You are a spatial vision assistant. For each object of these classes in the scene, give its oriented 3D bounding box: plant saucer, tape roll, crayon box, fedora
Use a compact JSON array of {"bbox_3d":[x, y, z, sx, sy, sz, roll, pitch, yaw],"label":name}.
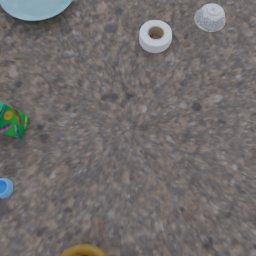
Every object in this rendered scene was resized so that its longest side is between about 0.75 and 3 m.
[{"bbox_3d":[-3.236,-4.829,10.165,2.730,0.526,2.730,0,70,-1],"label":"plant saucer"},{"bbox_3d":[0.938,-3.138,9.614,1.100,0.385,1.100,0,69,0],"label":"tape roll"},{"bbox_3d":[-4.397,-0.587,7.982,2.653,1.576,0.773,21,81,8],"label":"crayon box"},{"bbox_3d":[-1.161,3.755,6.934,1.646,0.671,1.646,1,65,-2],"label":"fedora"}]

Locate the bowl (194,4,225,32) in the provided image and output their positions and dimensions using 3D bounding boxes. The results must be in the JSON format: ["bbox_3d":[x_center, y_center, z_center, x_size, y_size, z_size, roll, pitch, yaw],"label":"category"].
[{"bbox_3d":[2.946,-4.002,9.864,1.108,0.520,1.108,0,70,1],"label":"bowl"}]

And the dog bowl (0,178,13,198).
[{"bbox_3d":[-3.803,1.736,7.899,1.021,0.253,0.569,-12,71,-4],"label":"dog bowl"}]
